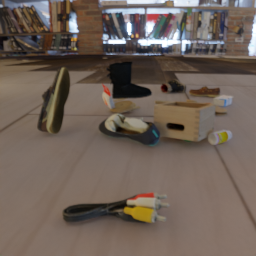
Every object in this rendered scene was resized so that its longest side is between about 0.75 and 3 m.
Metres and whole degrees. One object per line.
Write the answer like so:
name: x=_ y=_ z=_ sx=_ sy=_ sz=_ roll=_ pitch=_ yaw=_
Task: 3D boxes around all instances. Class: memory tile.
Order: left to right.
memory tile: x=3.263 y=-0.898 z=13.671 sx=2.631 sy=0.221 sz=2.017 roll=-3 pitch=19 yaw=-10

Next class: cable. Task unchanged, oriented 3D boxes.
cable: x=-0.243 y=1.597 z=5.906 sx=2.193 sy=0.552 sz=1.065 roll=3 pitch=19 yaw=8

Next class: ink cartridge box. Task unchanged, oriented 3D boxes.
ink cartridge box: x=-1.022 y=-1.487 z=13.258 sx=0.263 sy=1.049 sz=0.850 roll=-30 pitch=36 yaw=-12
ink cartridge box: x=5.118 y=-1.455 z=15.032 sx=0.651 sy=0.381 sz=1.122 roll=17 pitch=25 yaw=41

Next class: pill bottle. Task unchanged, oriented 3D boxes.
pill bottle: x=3.241 y=0.314 z=9.831 sx=0.828 sy=0.432 sz=0.432 roll=-11 pitch=22 yaw=-28

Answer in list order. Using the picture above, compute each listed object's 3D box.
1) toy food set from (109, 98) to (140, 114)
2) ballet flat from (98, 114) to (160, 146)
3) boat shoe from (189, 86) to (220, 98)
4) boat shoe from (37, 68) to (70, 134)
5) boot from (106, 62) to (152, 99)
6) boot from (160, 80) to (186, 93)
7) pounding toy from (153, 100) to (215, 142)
toy food set: x=-0.237 y=-0.972 z=13.727 sx=1.348 sy=0.392 sz=1.953 roll=-16 pitch=25 yaw=-12
ballet flat: x=-0.090 y=-0.084 z=9.999 sx=2.640 sy=0.965 sz=0.965 roll=15 pitch=24 yaw=33
boat shoe: x=4.610 y=-2.214 z=16.868 sx=1.835 sy=0.620 sz=0.660 roll=7 pitch=20 yaw=21
boat shoe: x=-2.915 y=-1.126 z=10.837 sx=0.889 sy=2.743 sz=1.004 roll=4 pitch=-23 yaw=11
boot: x=0.043 y=-1.858 z=10.856 sx=1.698 sy=1.392 sz=0.628 roll=-2 pitch=16 yaw=7
boot: x=2.743 y=-2.703 z=18.295 sx=1.377 sy=0.669 sz=1.829 roll=-8 pitch=27 yaw=-24
pounding toy: x=2.023 y=-0.361 z=10.695 sx=2.396 sy=1.248 sz=2.728 roll=8 pitch=14 yaw=32
